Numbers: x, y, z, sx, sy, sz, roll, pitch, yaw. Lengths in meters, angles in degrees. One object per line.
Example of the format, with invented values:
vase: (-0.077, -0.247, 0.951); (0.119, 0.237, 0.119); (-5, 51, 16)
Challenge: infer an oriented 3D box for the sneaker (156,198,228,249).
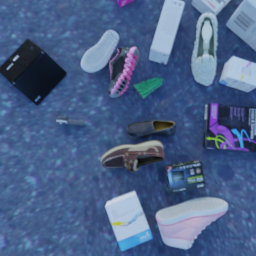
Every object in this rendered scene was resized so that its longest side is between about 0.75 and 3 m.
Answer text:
sneaker: (2.364, 3.477, 10.176); (2.679, 1.008, 1.401); (-12, 101, -11)

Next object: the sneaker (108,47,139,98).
sneaker: (-0.389, -2.219, 10.949); (1.031, 0.854, 2.161); (21, 81, 20)

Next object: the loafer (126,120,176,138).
loafer: (0.874, -0.053, 10.585); (1.913, 0.692, 0.696); (-4, 64, -3)

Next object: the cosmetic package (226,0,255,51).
cosmetic package: (5.452, -4.495, 10.515); (1.954, 1.966, 2.349); (42, 85, 4)

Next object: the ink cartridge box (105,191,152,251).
ink cartridge box: (0.007, 3.263, 10.030); (1.171, 1.176, 1.603); (-21, 84, -2)

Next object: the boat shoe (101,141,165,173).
boat shoe: (0.166, 1.161, 10.235); (2.385, 0.860, 0.858); (-11, 45, 2)

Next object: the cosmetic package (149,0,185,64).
cosmetic package: (1.470, -3.724, 10.875); (0.805, 1.105, 2.174); (18, 82, 3)

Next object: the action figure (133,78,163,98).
action figure: (0.889, -1.651, 10.998); (1.198, 0.327, 0.707); (-30, 72, -12)

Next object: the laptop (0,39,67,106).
laptop: (-3.844, -2.259, 11.203); (2.019, 1.043, 1.789); (39, 84, 30)

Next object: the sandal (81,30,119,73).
sandal: (-1.072, -2.950, 11.112); (0.858, 0.518, 2.110); (41, 72, -11)

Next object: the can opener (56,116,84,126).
can opener: (-2.259, -0.259, 10.876); (1.096, 0.289, 0.364); (8, 78, 0)

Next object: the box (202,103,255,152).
box: (4.135, 0.009, 10.735); (2.413, 0.436, 1.725); (4, 85, -1)

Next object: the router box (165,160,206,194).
router box: (2.134, 1.828, 10.501); (1.357, 0.421, 1.017); (-11, 94, -1)

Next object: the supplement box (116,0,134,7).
supplement box: (-0.369, -5.889, 11.247); (0.847, 0.829, 1.639); (-30, 84, -3)

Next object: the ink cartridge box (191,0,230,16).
ink cartridge box: (3.499, -5.323, 11.274); (1.109, 0.639, 1.520); (42, 85, 4)

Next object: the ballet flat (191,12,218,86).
ballet flat: (2.873, -2.941, 10.543); (0.977, 0.977, 2.724); (-2, 101, 0)

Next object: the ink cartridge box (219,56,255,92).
ink cartridge box: (4.408, -2.015, 10.781); (1.375, 0.884, 0.861); (18, 84, 0)
